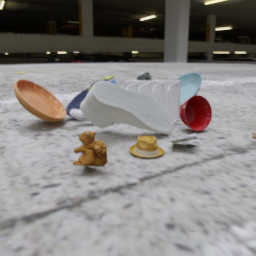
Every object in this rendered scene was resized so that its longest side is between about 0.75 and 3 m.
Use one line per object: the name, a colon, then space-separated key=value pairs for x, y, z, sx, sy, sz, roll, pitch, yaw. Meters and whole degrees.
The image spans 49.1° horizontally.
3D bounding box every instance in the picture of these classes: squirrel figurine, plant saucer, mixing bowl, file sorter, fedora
squirrel figurine: x=-0.815 y=0.477 z=6.460 sx=0.862 sy=0.804 sz=0.610 roll=3 pitch=-4 yaw=25
plant saucer: x=-3.236 y=-0.938 z=10.215 sx=2.112 sy=0.395 sz=2.112 roll=38 pitch=17 yaw=-14
mixing bowl: x=2.214 y=-0.485 z=9.615 sx=1.196 sy=1.196 sz=0.648 roll=-8 pitch=1 yaw=-26
file sorter: x=0.658 y=-0.882 z=10.193 sx=2.193 sy=1.522 sz=1.366 roll=4 pitch=17 yaw=22
fedora: x=0.514 y=0.476 z=7.685 sx=1.045 sy=0.426 sz=1.045 roll=1 pitch=18 yaw=0
plant saucer: x=2.502 y=-1.602 z=13.068 sx=2.352 sy=0.453 sz=2.352 roll=-33 pitch=30 yaw=22

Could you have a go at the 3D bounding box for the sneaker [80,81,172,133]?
sneaker: x=-0.119 y=-0.453 z=9.178 sx=2.889 sy=1.064 sz=1.670 roll=24 pitch=-28 yaw=-21

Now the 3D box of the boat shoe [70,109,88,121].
boat shoe: x=-1.459 y=-0.520 z=10.292 sx=1.325 sy=0.433 sz=0.487 roll=11 pitch=36 yaw=-29

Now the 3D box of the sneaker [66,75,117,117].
sneaker: x=-1.336 y=-1.138 z=11.792 sx=1.109 sy=1.234 sz=2.999 roll=-3 pitch=29 yaw=43

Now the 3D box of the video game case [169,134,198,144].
video game case: x=1.591 y=0.312 z=7.969 sx=0.766 sy=0.096 sz=0.842 roll=-12 pitch=-9 yaw=15

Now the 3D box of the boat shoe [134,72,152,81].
boat shoe: x=0.797 y=-1.604 z=12.400 sx=0.822 sy=0.774 sz=2.288 roll=34 pitch=-14 yaw=22

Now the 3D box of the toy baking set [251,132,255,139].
toy baking set: x=4.680 y=0.224 z=8.998 sx=1.447 sy=0.168 sz=1.111 roll=2 pitch=17 yaw=7
